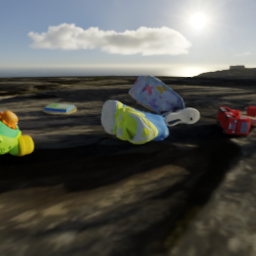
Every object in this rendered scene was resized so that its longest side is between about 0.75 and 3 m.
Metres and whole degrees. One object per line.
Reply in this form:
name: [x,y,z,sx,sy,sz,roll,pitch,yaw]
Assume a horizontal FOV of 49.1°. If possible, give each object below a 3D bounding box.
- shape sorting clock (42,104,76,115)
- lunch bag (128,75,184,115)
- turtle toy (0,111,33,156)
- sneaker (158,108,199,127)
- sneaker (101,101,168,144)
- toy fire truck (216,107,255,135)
shape sorting clock: [-3.289,-0.886,13.430,1.589,0.312,1.589,4,17,-1]
lunch bag: [1.300,-1.266,12.514,2.260,1.437,1.916,31,5,-15]
turtle toy: [-3.625,0.136,6.889,1.835,1.273,2.518,-12,9,-42]
sneaker: [1.887,-0.492,11.093,1.737,0.635,0.972,-8,15,-29]
sneaker: [0.207,-0.125,9.008,1.505,1.085,2.866,7,16,-30]
toy fire truck: [4.224,-0.301,10.275,1.761,0.609,2.497,6,17,5]
